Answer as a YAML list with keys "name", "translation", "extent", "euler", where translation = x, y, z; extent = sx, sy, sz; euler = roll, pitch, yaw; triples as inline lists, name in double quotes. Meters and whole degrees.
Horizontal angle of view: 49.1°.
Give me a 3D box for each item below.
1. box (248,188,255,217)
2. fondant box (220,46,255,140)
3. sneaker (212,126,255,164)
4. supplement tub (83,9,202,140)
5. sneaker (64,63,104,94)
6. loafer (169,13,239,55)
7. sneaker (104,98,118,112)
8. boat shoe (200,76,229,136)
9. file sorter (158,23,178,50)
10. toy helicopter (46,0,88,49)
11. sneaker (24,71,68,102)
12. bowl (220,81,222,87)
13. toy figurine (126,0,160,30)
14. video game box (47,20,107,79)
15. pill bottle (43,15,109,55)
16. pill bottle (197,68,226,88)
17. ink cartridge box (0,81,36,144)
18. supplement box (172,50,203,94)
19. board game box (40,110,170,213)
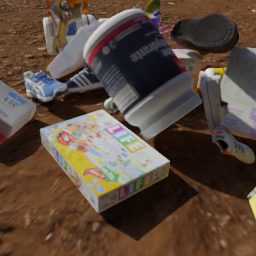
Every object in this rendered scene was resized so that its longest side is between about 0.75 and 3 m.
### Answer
- name: "box"
  translation: [2.859, 1.952, 4.858]
  extent: [0.809, 0.538, 2.149]
  euler: [18, 33, -10]
- name: "fondant box"
  translation: [3.466, -0.932, 7.802]
  extent: [1.723, 2.388, 0.696]
  euler: [16, -3, 20]
- name: "sneaker"
  translation: [2.511, 0.534, 6.801]
  extent: [1.246, 0.439, 0.582]
  euler: [43, 51, -4]
- name: "supplement tub"
  translation: [0.382, -1.366, 7.448]
  extent: [2.055, 2.055, 2.928]
  euler: [-33, 86, -38]
- name: "sneaker"
  translation: [-1.699, -1.830, 10.003]
  extent: [1.915, 1.039, 0.671]
  euler: [-12, 10, -15]
- name: "loafer"
  translation: [2.318, -2.681, 8.247]
  extent: [0.978, 1.006, 2.754]
  euler: [29, 10, -29]
- name: "sneaker"
  translation: [-0.137, -0.914, 8.537]
  extent: [1.227, 0.411, 0.551]
  euler: [-39, 33, -5]
- name: "boat shoe"
  translation: [2.274, -0.510, 7.127]
  extent: [0.561, 1.708, 0.615]
  euler: [-9, 18, 24]
- name: "file sorter"
  translation: [1.082, -4.077, 13.092]
  extent: [1.582, 1.428, 2.276]
  euler: [-27, 43, -33]
- name: "toy helicopter"
  translation: [-2.422, -4.001, 10.270]
  extent: [1.459, 2.206, 0.870]
  euler: [10, -6, 9]
- name: "sneaker"
  translation: [-2.848, -1.413, 9.329]
  extent: [2.186, 0.842, 0.828]
  euler: [11, 37, 40]
- name: "bowl"
  translation: [3.498, -0.914, 9.089]
  extent: [1.628, 0.732, 1.628]
  euler: [0, 34, 0]
- name: "toy figurine"
  translation: [0.667, -3.311, 8.860]
  extent: [1.694, 0.894, 1.015]
  euler: [-36, 60, -24]
- name: "video game box"
  translation: [-1.489, -3.173, 11.001]
  extent: [2.856, 0.668, 2.602]
  euler: [-27, 6, 47]
- name: "pill bottle"
  translation: [-2.288, -4.308, 12.895]
  extent: [2.933, 1.628, 1.628]
  euler: [-9, 35, -12]
- name: "pill bottle"
  translation: [3.255, -1.757, 10.239]
  extent: [1.485, 0.826, 0.826]
  euler: [-2, 34, -3]
- name: "ink cartridge box"
  translation: [-4.376, -0.637, 7.671]
  extent: [2.763, 0.618, 2.435]
  euler: [34, 37, -4]
- name: "supplement box"
  translation: [1.074, -1.765, 9.517]
  extent: [2.533, 1.596, 0.931]
  euler: [-2, 34, -4]
- name: "board game box"
  translation: [-0.683, 0.592, 6.985]
  extent: [1.953, 0.497, 2.906]
  euler: [-21, 40, -32]
